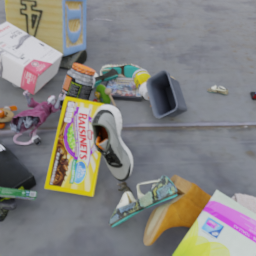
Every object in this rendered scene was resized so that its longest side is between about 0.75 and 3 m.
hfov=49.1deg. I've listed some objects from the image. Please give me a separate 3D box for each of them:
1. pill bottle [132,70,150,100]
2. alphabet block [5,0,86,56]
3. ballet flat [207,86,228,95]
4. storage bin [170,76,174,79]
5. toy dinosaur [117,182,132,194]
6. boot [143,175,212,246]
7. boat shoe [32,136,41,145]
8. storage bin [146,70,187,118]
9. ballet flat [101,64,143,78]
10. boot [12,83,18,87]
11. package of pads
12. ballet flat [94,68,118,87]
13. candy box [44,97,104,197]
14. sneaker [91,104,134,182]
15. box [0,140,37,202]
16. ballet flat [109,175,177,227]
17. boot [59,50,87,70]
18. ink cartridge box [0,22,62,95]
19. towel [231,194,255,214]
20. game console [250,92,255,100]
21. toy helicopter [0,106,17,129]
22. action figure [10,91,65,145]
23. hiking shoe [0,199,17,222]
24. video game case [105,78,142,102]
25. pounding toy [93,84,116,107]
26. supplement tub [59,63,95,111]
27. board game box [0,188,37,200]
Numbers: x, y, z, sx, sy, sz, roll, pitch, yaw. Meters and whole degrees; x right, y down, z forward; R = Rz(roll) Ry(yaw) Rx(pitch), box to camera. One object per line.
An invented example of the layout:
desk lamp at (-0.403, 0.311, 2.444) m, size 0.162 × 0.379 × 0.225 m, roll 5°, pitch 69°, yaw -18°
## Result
pill bottle at (0.709, -1.807, 11.800) m, size 0.742 × 0.742 × 1.319 m, roll -12°, pitch 49°, yaw -13°
alphabet block at (-3.958, -5.333, 13.979) m, size 2.949 × 2.896 × 2.881 m, roll 10°, pitch 23°, yaw 12°
ballet flat at (3.950, -1.690, 12.298) m, size 0.896 × 0.337 × 0.304 m, roll 14°, pitch 44°, yaw 15°
storage bin at (1.513, -2.014, 12.605) m, size 0.896 × 0.423 × 0.903 m, roll 26°, pitch 47°, yaw 25°
toy dinosaur at (-0.036, 1.876, 8.324) m, size 0.800 × 0.308 × 0.409 m, roll 45°, pitch 24°, yaw 23°
boot at (1.420, 2.402, 7.316) m, size 1.470 × 0.722 × 2.053 m, roll 35°, pitch 69°, yaw -10°
boat shoe at (-3.133, 0.473, 9.689) m, size 0.281 × 0.803 × 0.266 m, roll -32°, pitch 86°, yaw -21°
storage bin at (1.508, -1.159, 10.810) m, size 1.140 × 1.235 × 1.698 m, roll 10°, pitch 60°, yaw -49°
ballet flat at (-0.211, -2.689, 13.145) m, size 2.112 × 0.799 × 0.675 m, roll 7°, pitch 28°, yaw 4°
boot at (-4.620, -2.164, 12.755) m, size 1.200 × 0.441 × 0.573 m, roll -2°, pitch 43°, yaw -5°
package of pads at (2.203, 3.108, 6.171) m, size 2.162 × 0.954 × 2.798 m, roll 30°, pitch 63°, yaw 29°
ballet flat at (-1.242, -2.252, 12.551) m, size 1.643 × 0.559 × 0.562 m, roll -25°, pitch 82°, yaw -21°
candy box at (-1.489, 0.536, 8.468) m, size 1.449 × 0.374 × 2.835 m, roll 11°, pitch 78°, yaw -7°
sneaker at (-0.516, 0.565, 7.764) m, size 0.869 × 2.352 × 0.933 m, roll 0°, pitch 30°, yaw 28°
box at (-4.554, 1.533, 8.478) m, size 2.482 × 0.611 × 2.571 m, roll -34°, pitch 54°, yaw -30°
ballet flat at (0.281, 1.876, 7.344) m, size 2.081 × 0.773 × 0.773 m, roll -31°, pitch 41°, yaw 14°
boot at (-3.232, -3.534, 14.227) m, size 1.874 × 0.680 × 1.704 m, roll 10°, pitch 40°, yaw 21°
ink cartridge box at (-4.634, -2.997, 11.923) m, size 2.870 × 1.188 × 2.103 m, roll 30°, pitch 43°, yaw -3°
towel at (4.004, 2.696, 7.272) m, size 2.641 × 0.455 × 1.750 m, roll 9°, pitch 45°, yaw 9°
game console at (5.767, -1.443, 11.867) m, size 0.918 × 0.545 × 0.791 m, roll 6°, pitch 42°, yaw 6°
toy helicopter at (-5.073, -0.675, 10.822) m, size 1.601 × 0.632 × 1.059 m, roll 25°, pitch 35°, yaw 19°
action figure at (-3.137, -0.494, 10.234) m, size 1.458 × 1.621 × 2.177 m, roll 13°, pitch 32°, yaw 11°
hiking shoe at (-3.224, 2.153, 7.279) m, size 1.042 × 0.524 × 0.395 m, roll -12°, pitch 3°, yaw 32°
video game case at (-0.178, -1.747, 12.445) m, size 1.685 × 0.215 × 1.523 m, roll 5°, pitch 42°, yaw 6°
pounding toy at (-1.091, -1.223, 11.280) m, size 0.540 × 0.898 × 1.163 m, roll -29°, pitch 29°, yaw -27°
supplement tub at (-1.948, -1.463, 10.713) m, size 1.107 × 1.807 × 1.107 m, roll 21°, pitch 17°, yaw -7°
board game box at (-3.131, 1.752, 7.475) m, size 1.291 × 0.869 × 0.188 m, roll 11°, pitch 70°, yaw -18°
